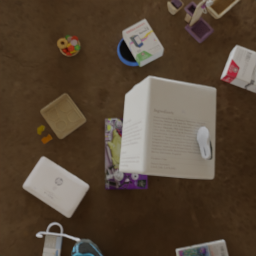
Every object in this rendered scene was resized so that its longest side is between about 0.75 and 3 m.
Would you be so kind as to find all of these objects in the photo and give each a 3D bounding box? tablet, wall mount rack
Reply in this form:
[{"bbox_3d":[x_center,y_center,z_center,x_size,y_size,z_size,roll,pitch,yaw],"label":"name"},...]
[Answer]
[{"bbox_3d":[-2.582,2.105,10.015,2.052,0.140,1.335,32,83,4],"label":"tablet"},{"bbox_3d":[-2.382,4.177,9.442,1.508,0.647,1.735,6,82,1],"label":"wall mount rack"}]

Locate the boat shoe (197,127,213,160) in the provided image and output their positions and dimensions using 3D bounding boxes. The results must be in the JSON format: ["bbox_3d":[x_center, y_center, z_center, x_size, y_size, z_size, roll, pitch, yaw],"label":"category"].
[{"bbox_3d":[2.163,0.455,7.857,0.344,0.339,0.955,-13,66,32],"label":"boat shoe"}]

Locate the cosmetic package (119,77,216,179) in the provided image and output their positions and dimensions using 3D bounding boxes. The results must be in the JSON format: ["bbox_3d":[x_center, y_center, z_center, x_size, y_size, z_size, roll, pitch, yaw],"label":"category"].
[{"bbox_3d":[1.181,0.139,8.954,2.300,2.297,2.787,8,81,-17],"label":"cosmetic package"}]

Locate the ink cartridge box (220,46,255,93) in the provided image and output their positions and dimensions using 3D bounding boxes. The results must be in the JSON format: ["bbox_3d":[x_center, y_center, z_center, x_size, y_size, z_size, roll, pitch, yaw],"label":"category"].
[{"bbox_3d":[4.499,-2.101,10.356,1.687,0.703,1.225,22,82,3],"label":"ink cartridge box"}]

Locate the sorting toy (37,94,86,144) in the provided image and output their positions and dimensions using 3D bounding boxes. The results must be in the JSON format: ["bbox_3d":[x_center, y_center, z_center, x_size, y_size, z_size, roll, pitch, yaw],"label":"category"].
[{"bbox_3d":[-2.613,-0.266,10.348,1.750,0.234,1.304,-36,87,-5],"label":"sorting toy"}]

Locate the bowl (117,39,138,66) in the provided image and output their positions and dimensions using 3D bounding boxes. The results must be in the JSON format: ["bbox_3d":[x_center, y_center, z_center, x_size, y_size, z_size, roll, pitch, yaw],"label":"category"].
[{"bbox_3d":[0.200,-2.988,10.731,1.226,0.241,1.226,0,82,0],"label":"bowl"}]

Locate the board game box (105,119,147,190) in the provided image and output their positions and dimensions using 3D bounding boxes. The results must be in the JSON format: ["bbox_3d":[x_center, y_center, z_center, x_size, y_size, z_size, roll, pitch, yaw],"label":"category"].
[{"bbox_3d":[-0.085,0.924,10.096,1.520,0.409,2.533,-1,81,-4],"label":"board game box"}]

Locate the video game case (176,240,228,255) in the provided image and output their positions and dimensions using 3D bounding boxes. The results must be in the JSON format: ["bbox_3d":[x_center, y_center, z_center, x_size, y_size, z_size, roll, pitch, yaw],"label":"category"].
[{"bbox_3d":[2.657,4.957,9.541,1.715,0.223,1.884,-11,82,-1],"label":"video game case"}]

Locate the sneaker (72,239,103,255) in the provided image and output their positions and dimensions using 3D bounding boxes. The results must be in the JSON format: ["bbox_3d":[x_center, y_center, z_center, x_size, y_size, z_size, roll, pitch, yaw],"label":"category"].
[{"bbox_3d":[-0.705,4.848,9.074,2.866,1.174,1.049,34,83,4],"label":"sneaker"}]

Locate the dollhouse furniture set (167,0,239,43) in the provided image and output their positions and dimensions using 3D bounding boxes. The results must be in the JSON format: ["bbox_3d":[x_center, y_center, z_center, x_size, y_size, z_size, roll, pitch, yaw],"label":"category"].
[{"bbox_3d":[3.029,-4.901,10.256,2.456,1.743,1.946,-42,84,-6],"label":"dollhouse furniture set"}]

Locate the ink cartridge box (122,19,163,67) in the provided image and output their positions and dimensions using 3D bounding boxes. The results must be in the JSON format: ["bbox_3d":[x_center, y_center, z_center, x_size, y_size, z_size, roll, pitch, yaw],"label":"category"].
[{"bbox_3d":[0.536,-3.122,10.332,0.989,0.595,1.360,-28,81,-2],"label":"ink cartridge box"}]

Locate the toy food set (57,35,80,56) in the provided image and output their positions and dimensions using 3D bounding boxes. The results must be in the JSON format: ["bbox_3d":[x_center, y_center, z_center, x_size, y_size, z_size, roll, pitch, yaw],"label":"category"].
[{"bbox_3d":[-2.249,-3.164,10.775,0.821,0.202,0.829,-30,82,-4],"label":"toy food set"}]
